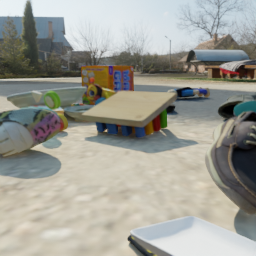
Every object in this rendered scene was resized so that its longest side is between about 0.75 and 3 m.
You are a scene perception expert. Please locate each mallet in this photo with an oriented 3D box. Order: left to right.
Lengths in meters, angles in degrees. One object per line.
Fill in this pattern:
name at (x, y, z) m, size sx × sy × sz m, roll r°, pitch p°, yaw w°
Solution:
mallet at (0.209, 1.161, 2.434) m, size 0.286 × 0.179 × 0.868 m, roll -3°, pitch 8°, yaw -37°

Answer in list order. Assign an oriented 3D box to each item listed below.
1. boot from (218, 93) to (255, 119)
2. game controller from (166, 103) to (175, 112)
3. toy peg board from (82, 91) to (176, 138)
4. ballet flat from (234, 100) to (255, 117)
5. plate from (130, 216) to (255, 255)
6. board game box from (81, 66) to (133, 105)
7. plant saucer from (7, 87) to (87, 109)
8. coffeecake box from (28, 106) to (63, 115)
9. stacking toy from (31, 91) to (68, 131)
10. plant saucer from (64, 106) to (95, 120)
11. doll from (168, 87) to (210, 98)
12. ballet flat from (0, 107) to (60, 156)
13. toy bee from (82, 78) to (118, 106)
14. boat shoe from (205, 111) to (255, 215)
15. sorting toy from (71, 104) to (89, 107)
boot at (4.426, -0.860, 9.935) m, size 2.248 × 0.897 × 2.472 m, roll -10°, pitch 1°, yaw 23°
game controller at (1.171, -1.065, 11.754) m, size 1.283 × 0.518 × 2.460 m, roll -1°, pitch 13°, yaw -2°
toy peg board at (0.115, -0.245, 7.689) m, size 1.894 × 0.927 × 1.887 m, roll 7°, pitch 29°, yaw 34°
ballet flat at (4.361, -0.417, 8.222) m, size 2.326 × 0.837 × 0.837 m, roll -1°, pitch 9°, yaw 40°
plate at (0.697, 1.065, 2.389) m, size 1.033 × 0.167 × 1.035 m, roll 7°, pitch 4°, yaw -45°
board game box at (-0.955, -2.038, 13.233) m, size 1.765 × 1.764 × 1.764 m, roll 10°, pitch 16°, yaw 38°
plant saucer at (-2.926, -0.988, 10.387) m, size 2.853 × 0.716 × 2.853 m, roll -7°, pitch 5°, yaw 1°
coffeecake box at (-2.619, -0.411, 8.854) m, size 0.974 × 0.464 × 1.269 m, roll -5°, pitch 13°, yaw -20°
stacking toy at (-2.312, -0.408, 7.548) m, size 1.227 × 1.110 × 0.518 m, roll 8°, pitch 26°, yaw 28°
plant saucer at (-1.431, -0.496, 9.494) m, size 1.446 × 0.363 × 1.446 m, roll 0°, pitch 12°, yaw 0°
doll at (3.296, -1.957, 15.532) m, size 2.643 × 0.640 × 1.803 m, roll -7°, pitch 12°, yaw -29°
ballet flat at (-2.711, 0.147, 5.751) m, size 2.647 × 0.915 × 0.942 m, roll -2°, pitch 30°, yaw 13°
toy bee at (-1.048, -1.230, 10.674) m, size 2.443 × 1.328 × 1.599 m, roll -7°, pitch 15°, yaw -28°
boat shoe at (1.621, 0.272, 3.897) m, size 0.800 × 0.787 × 2.148 m, roll 37°, pitch 29°, yaw -3°
sorting toy at (-2.078, -0.910, 11.466) m, size 0.961 × 0.191 × 1.300 m, roll -5°, pitch 6°, yaw -26°
